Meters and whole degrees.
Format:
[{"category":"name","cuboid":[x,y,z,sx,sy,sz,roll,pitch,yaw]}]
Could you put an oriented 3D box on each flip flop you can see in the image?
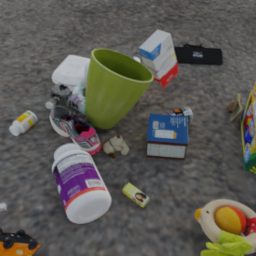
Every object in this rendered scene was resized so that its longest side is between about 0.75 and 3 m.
[{"category":"flip flop","cuboid":[4.535,-0.912,12.055,0.554,0.781,1.926,28,44,-3]}]

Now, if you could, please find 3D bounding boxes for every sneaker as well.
[{"category":"sneaker","cuboid":[-2.109,-0.154,11.113,1.194,1.106,2.962,-35,51,-28]},{"category":"sneaker","cuboid":[-2.552,-1.088,12.382,1.370,0.762,1.959,-13,38,-11]}]

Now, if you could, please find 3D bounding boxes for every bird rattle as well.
[{"category":"bird rattle","cuboid":[3.227,2.867,7.995,2.802,1.578,2.284,-17,38,-19]}]

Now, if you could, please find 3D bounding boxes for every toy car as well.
[{"category":"toy car","cuboid":[-2.470,3.620,7.356,2.950,1.447,0.982,16,79,24]}]

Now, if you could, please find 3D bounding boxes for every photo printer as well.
[{"category":"photo printer","cuboid":[-2.654,-2.716,13.919,1.715,0.716,2.062,14,48,12]}]

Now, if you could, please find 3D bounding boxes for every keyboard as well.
[{"category":"keyboard","cuboid":[3.810,-4.024,15.533,2.745,0.544,1.429,5,69,3]}]

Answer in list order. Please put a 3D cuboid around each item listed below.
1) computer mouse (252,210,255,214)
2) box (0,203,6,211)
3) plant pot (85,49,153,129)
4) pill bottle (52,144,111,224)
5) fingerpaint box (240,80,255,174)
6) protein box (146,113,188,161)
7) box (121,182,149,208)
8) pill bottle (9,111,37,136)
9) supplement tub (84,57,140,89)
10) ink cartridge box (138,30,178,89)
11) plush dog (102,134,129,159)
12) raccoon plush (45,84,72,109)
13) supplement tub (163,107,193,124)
[{"category":"computer mouse","cuboid":[3.874,2.835,8.789,1.051,0.277,0.728,-5,45,-5]},{"category":"box","cuboid":[-4.437,2.640,9.047,0.931,0.180,0.193,-10,46,-10]},{"category":"plant pot","cuboid":[-0.693,-1.329,10.985,2.459,2.628,2.459,20,30,-12]},{"category":"pill bottle","cuboid":[-1.620,1.708,9.108,1.401,1.401,2.492,-19,48,-18]},{"category":"fingerpaint box","cuboid":[4.970,-0.146,10.226,1.057,2.403,2.881,9,47,9]},{"category":"protein box","cuboid":[1.488,0.327,10.736,1.480,0.999,1.470,5,46,5]},{"category":"box","cuboid":[0.234,2.237,9.406,0.944,0.237,0.355,30,52,27]},{"category":"pill bottle","cuboid":[-4.325,-0.165,11.506,0.601,0.601,1.065,21,49,19]},{"category":"supplement tub","cuboid":[-0.682,-2.310,12.786,2.441,1.766,1.766,-1,46,-2]},{"category":"ink cartridge box","cuboid":[1.347,-2.827,11.808,0.715,2.127,1.236,33,72,36]},{"category":"plush dog","cuboid":[-0.557,0.680,10.690,0.831,0.777,0.968,-36,52,-1]},{"category":"raccoon plush","cuboid":[-2.890,-1.018,11.141,0.782,1.084,1.617,33,45,10]},{"category":"supplement tub","cuboid":[2.034,-0.418,11.670,1.160,0.711,0.711,-13,47,-13]}]
